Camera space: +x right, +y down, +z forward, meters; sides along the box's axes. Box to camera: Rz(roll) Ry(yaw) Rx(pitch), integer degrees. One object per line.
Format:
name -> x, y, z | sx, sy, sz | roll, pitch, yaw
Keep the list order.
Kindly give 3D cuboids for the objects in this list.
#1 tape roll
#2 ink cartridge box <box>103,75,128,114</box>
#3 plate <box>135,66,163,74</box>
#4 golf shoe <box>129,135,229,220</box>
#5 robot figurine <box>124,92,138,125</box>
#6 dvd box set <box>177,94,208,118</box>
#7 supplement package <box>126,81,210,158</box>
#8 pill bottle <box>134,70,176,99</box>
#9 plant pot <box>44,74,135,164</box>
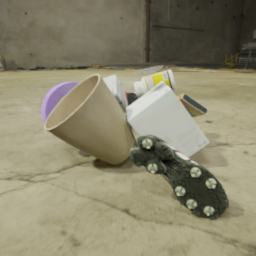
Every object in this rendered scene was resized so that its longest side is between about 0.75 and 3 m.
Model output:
tape roll -> -2.099, -0.609, 10.701 | 2.253, 2.253, 0.739 | -9, 11, -26
ink cartridge box -> -0.531, -1.386, 12.022 | 0.618, 1.476, 1.065 | -13, 59, 13
plate -> 0.697, -1.911, 9.324 | 0.788, 0.127, 0.786 | -12, 9, -13
golf shoe -> 1.407, 1.123, 7.371 | 2.895, 1.117, 1.275 | 40, 15, 5
robot figurine -> 0.135, -1.023, 15.249 | 2.824, 1.762, 2.122 | -11, -10, -31
dvd box set -> 2.302, -0.825, 11.403 | 1.206, 0.242, 1.649 | 31, -14, -13
supplement package -> 1.329, -0.123, 10.020 | 1.772, 2.335, 1.759 | -36, 16, 10
pill bottle -> 1.089, -1.737, 11.511 | 1.614, 0.907, 0.907 | -14, 15, 9
plant pot -> -1.007, -0.030, 9.585 | 2.472, 2.639, 2.472 | -34, 28, 21
